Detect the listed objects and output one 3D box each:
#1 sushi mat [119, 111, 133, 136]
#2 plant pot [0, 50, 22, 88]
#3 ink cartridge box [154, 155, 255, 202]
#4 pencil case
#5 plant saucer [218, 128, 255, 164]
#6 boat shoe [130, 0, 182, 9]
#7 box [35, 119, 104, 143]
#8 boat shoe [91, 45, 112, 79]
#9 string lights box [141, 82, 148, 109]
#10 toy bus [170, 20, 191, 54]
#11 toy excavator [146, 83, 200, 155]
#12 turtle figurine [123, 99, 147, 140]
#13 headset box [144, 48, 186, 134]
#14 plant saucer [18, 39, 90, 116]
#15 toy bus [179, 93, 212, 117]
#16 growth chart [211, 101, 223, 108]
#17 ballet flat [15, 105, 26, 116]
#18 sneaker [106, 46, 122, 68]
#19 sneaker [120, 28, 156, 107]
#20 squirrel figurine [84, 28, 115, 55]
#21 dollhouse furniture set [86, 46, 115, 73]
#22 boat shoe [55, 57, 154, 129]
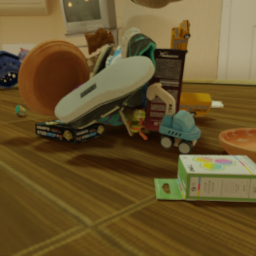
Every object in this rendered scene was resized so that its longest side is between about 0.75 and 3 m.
[{"bbox_3d":[-0.353,-0.748,8.853,0.124,2.053,0.982,-26,30,-2],"label":"sushi mat"},{"bbox_3d":[-3.893,-1.880,8.916,0.960,0.863,0.960,-25,-8,16],"label":"plant pot"},{"bbox_3d":[1.437,0.907,5.223,1.851,0.549,0.961,0,13,2],"label":"ink cartridge box"},{"bbox_3d":[-0.865,-0.704,9.284,1.143,1.053,2.474,-13,-10,20],"label":"pencil case"},{"bbox_3d":[3.674,0.512,7.134,2.649,0.496,2.649,1,12,0],"label":"plant saucer"},{"bbox_3d":[0.742,-3.660,7.583,0.734,0.814,2.264,12,33,44],"label":"boat shoe"},{"bbox_3d":[-1.919,0.050,9.280,1.815,0.417,1.443,9,14,32],"label":"box"},{"bbox_3d":[-0.868,-1.883,9.695,0.698,2.063,0.741,16,37,-9],"label":"boat shoe"},{"bbox_3d":[0.416,-1.417,10.848,2.855,1.467,0.842,21,7,0],"label":"string lights box"},{"bbox_3d":[2.126,-3.567,11.559,0.737,0.613,1.883,0,-21,6],"label":"toy bus"},{"bbox_3d":[1.225,-0.300,7.583,1.579,1.624,0.811,16,26,25],"label":"toy excavator"},{"bbox_3d":[0.226,-0.803,9.572,0.889,2.227,2.762,1,5,4],"label":"turtle figurine"},{"bbox_3d":[1.137,-1.198,9.218,1.058,2.739,2.038,4,16,4],"label":"headset box"},{"bbox_3d":[-2.120,-1.451,8.585,2.392,2.392,0.448,-11,29,-41],"label":"plant saucer"},{"bbox_3d":[2.406,-1.028,12.308,2.281,0.893,0.742,1,49,-8],"label":"toy bus"},{"bbox_3d":[4.705,-1.378,16.256,1.596,0.196,2.205,2,13,13],"label":"growth chart"},{"bbox_3d":[-5.053,-0.786,13.248,0.460,0.460,1.303,-6,13,-26],"label":"ballet flat"},{"bbox_3d":[-0.061,-2.116,9.161,0.961,0.832,2.219,0,41,18],"label":"sneaker"},{"bbox_3d":[0.272,-1.546,7.888,0.886,2.285,1.042,-22,40,-31],"label":"sneaker"},{"bbox_3d":[-1.084,-3.500,11.170,1.129,0.856,1.210,-13,7,-10],"label":"squirrel figurine"},{"bbox_3d":[-1.299,-2.407,11.450,1.968,0.871,1.020,-23,36,8],"label":"dollhouse furniture set"},{"bbox_3d":[-0.495,-0.795,6.856,2.707,0.957,0.862,-25,-40,20],"label":"boat shoe"}]
